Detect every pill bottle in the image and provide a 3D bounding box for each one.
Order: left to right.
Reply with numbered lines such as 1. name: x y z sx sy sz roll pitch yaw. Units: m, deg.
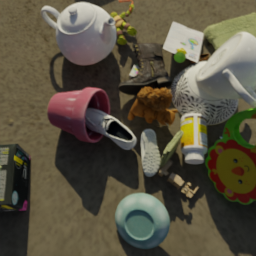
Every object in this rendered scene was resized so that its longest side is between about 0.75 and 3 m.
1. pill bottle: 2.249 0.385 9.595 0.882 0.882 1.614 4 68 2

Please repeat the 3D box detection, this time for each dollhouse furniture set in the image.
1. dollhouse furniture set: 1.697 1.648 9.187 1.303 0.676 0.577 37 74 14

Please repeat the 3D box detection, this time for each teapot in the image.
1. teapot: -1.773 -3.759 10.508 2.537 1.853 2.504 -23 61 6
2. teapot: 3.392 -1.656 8.626 1.658 2.240 2.270 39 78 -8

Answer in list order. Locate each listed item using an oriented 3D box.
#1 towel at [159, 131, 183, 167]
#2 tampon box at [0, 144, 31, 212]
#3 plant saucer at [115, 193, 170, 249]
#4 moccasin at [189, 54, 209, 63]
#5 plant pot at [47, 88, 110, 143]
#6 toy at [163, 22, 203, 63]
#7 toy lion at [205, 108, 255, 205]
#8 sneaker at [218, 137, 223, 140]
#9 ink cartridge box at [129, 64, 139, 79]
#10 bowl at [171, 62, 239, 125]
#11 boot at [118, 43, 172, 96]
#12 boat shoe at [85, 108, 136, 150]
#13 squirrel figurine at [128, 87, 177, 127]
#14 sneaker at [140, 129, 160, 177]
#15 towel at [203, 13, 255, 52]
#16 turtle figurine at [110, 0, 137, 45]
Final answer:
1. towel: 1.402 0.673 9.181 0.220 0.897 1.208 32 52 16
2. tampon box: -3.907 1.612 8.798 1.174 1.394 1.860 -4 67 -2
3. plant saucer: 0.373 2.860 8.423 1.732 0.333 1.732 1 94 16
4. moccasin: 2.851 -2.804 11.225 0.827 0.319 0.303 -9 63 -3
5. plant pot: -1.736 -0.513 9.595 1.650 1.843 1.843 10 67 21
6. toy: 2.164 -3.293 11.142 1.384 0.568 2.404 22 43 0
7. toy lion: 3.542 0.875 8.304 0.998 2.786 2.907 -14 99 -38
8. sneaker: 3.592 0.708 9.641 0.484 0.418 1.116 -22 65 -2
9. ink cartridge box: 0.356 -2.230 11.052 0.390 0.223 0.750 23 69 9
10. bowl: 2.933 -1.510 10.212 2.608 1.224 2.608 0 68 0
11. boot: 0.517 -2.352 10.777 2.277 0.788 1.982 -11 71 -16
12. boat shoe: -0.666 -0.098 9.574 2.230 0.729 0.820 28 70 10
13. squirrel figurine: 0.974 -0.675 9.668 1.486 1.592 1.127 31 59 8
14. sneaker: 0.701 0.869 9.560 0.611 0.644 1.599 4 76 -14
15. towel: 4.605 -3.701 11.539 2.583 0.471 1.916 -20 69 -9
16. turtle figurine: -0.452 -4.226 11.639 2.144 0.690 1.729 -30 62 6
